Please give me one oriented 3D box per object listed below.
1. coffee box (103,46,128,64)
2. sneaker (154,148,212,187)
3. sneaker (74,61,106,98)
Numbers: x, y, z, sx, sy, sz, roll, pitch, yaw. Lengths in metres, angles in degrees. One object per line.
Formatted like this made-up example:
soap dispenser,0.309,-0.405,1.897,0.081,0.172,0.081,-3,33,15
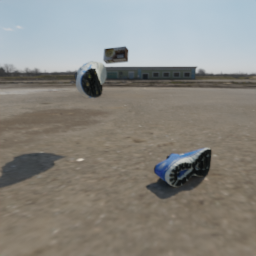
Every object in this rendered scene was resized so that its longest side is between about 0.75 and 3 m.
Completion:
coffee box,-0.488,-2.901,11.212,0.944,0.534,0.377,0,-12,20
sneaker,1.401,0.857,7.017,1.879,0.738,0.838,-10,17,-39
sneaker,-1.418,-1.654,9.716,1.066,1.057,2.940,-10,20,6
